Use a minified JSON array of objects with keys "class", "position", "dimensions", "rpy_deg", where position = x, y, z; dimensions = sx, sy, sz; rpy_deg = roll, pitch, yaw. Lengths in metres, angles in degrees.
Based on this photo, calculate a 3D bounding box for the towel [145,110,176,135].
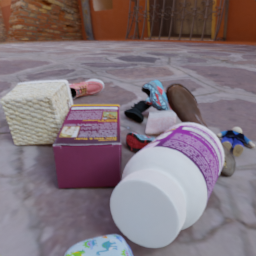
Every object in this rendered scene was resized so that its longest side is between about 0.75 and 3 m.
[{"class":"towel","position":[1.192,-0.202,10.106],"dimensions":[1.058,0.171,1.011],"rpy_deg":[-4,54,22]}]

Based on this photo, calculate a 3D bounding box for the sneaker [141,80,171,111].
[{"class":"sneaker","position":[1.142,-0.997,11.430],"dimensions":[0.952,0.790,1.993],"rpy_deg":[-16,64,-18]}]

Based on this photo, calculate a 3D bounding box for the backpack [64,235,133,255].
[{"class":"backpack","position":[-0.480,2.226,3.891],"dimensions":[1.402,1.030,1.283],"rpy_deg":[-12,21,-17]}]

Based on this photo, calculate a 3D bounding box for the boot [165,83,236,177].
[{"class":"boot","position":[2.026,-0.021,8.012],"dimensions":[0.831,2.412,2.588],"rpy_deg":[-34,19,12]}]

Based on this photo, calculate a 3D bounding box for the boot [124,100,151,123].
[{"class":"boot","position":[0.518,-0.693,11.505],"dimensions":[1.003,0.453,1.224],"rpy_deg":[-31,32,-25]}]

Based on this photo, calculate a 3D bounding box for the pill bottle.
[{"class":"pill bottle","position":[0.887,1.004,5.718],"dimensions":[1.672,1.672,2.978],"rpy_deg":[11,19,25]}]

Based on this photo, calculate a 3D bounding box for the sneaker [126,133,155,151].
[{"class":"sneaker","position":[0.538,0.523,8.821],"dimensions":[1.430,0.567,0.683],"rpy_deg":[21,12,42]}]

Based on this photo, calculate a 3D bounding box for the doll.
[{"class":"doll","position":[3.499,0.405,9.135],"dimensions":[1.230,0.437,1.803],"rpy_deg":[16,23,18]}]

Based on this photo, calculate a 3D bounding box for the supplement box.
[{"class":"supplement box","position":[-1.008,0.367,8.000],"dimensions":[1.616,1.254,2.929],"rpy_deg":[-1,23,-2]}]

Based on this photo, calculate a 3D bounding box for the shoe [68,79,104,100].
[{"class":"shoe","position":[-2.403,-1.911,14.406],"dimensions":[2.330,0.832,1.060],"rpy_deg":[-6,24,-2]}]

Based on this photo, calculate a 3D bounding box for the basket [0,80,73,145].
[{"class":"basket","position":[-2.890,-0.492,9.368],"dimensions":[1.857,1.841,1.494],"rpy_deg":[-3,27,7]}]
